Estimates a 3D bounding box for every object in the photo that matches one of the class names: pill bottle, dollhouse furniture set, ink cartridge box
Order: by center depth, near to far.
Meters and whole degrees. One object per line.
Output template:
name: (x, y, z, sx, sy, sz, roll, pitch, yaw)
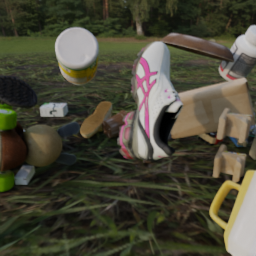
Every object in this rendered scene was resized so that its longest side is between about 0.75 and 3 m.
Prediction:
dollhouse furniture set: (3.501, 0.977, 6.622, 2.624, 2.856, 1.859, 10, 23, 25)
pill bottle: (4.377, -2.741, 10.538, 1.113, 2.010, 1.113, 8, 52, -11)
dollhouse furniture set: (5.080, -0.262, 10.692, 1.531, 2.215, 2.346, -4, 33, -11)
pill bottle: (-2.063, -2.751, 11.620, 1.611, 1.611, 2.856, -3, -9, -9)
ink cartridge box: (-3.904, -0.952, 14.806, 1.223, 0.508, 0.897, 1, 21, 2)

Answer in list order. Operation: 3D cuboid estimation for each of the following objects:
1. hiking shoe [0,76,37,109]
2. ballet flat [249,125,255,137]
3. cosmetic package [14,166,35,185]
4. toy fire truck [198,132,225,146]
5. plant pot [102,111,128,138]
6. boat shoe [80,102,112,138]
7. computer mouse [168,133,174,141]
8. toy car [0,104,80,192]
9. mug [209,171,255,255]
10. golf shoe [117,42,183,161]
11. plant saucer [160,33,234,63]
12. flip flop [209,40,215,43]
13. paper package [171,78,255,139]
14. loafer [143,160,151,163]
hiking shoe: (-3.051, -0.864, 6.688, 1.765, 0.668, 0.888, 18, -17, -15)
ballet flat: (6.125, 0.085, 11.739, 2.392, 0.860, 0.860, 13, 25, 31)
cosmetic package: (-3.269, 1.491, 8.876, 0.384, 0.279, 0.754, 1, 23, 3)
toy fire truck: (3.564, 0.300, 11.572, 1.025, 0.659, 0.902, 3, 18, -24)
plant pot: (-0.501, -0.093, 12.067, 1.040, 1.050, 1.050, -23, 30, -29)
boat shoe: (-1.325, -0.243, 12.626, 0.848, 0.795, 2.299, 13, 46, 24)
computer mouse: (1.916, 0.272, 12.012, 0.691, 0.263, 0.998, 20, 29, 39)
toy car: (-3.002, 0.474, 9.010, 2.853, 2.344, 2.251, 0, 19, -29)
mug: (2.753, 1.985, 5.737, 1.609, 1.649, 2.009, 31, -6, 3)
golf shoe: (0.667, -0.605, 5.905, 1.238, 2.688, 0.976, -1, -18, 36)
plant saucer: (2.507, -2.908, 10.061, 2.726, 0.437, 2.726, 14, 14, -4)
flip flop: (3.100, -3.358, 11.228, 0.779, 0.316, 0.224, -5, -2, 14)
paper package: (2.571, -0.668, 8.769, 2.387, 1.235, 2.275, -12, 9, 23)
loafer: (0.828, 1.022, 10.085, 0.330, 0.340, 0.930, 18, 32, 17)
